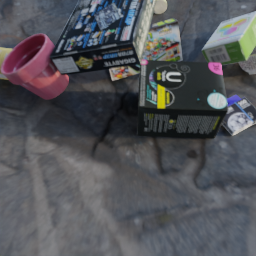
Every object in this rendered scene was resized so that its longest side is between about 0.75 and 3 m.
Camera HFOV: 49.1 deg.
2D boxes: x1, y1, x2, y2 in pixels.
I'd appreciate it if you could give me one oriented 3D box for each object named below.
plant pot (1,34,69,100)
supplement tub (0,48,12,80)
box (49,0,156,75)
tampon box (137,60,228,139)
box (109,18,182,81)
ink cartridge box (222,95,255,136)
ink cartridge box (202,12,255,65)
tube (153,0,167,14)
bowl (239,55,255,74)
[{"bbox_3d":[-2.529,-1.638,8.044,1.576,1.411,1.576,-17,49,20],"label":"plant pot"},{"bbox_3d":[-3.944,-2.004,8.713,1.312,0.954,0.954,8,58,5],"label":"supplement tub"},{"bbox_3d":[-0.596,-2.825,7.798,2.359,0.683,2.968,-3,52,21],"label":"box"},{"bbox_3d":[1.372,-0.771,7.658,2.193,1.384,1.643,2,58,2],"label":"tampon box"},{"bbox_3d":[0.442,-2.387,8.590,2.308,1.270,0.401,-17,34,-2],"label":"box"},{"bbox_3d":[3.115,-0.447,8.142,1.091,0.239,1.101,-27,61,-13],"label":"ink cartridge box"},{"bbox_3d":[3.499,-3.011,9.007,1.253,0.716,2.414,0,43,49],"label":"ink cartridge box"},{"bbox_3d":[0.998,-5.438,11.184,0.600,0.670,2.310,-32,51,25],"label":"tube"},{"bbox_3d":[4.063,-1.994,8.759,1.211,1.211,0.568,-10,98,-6],"label":"bowl"}]
